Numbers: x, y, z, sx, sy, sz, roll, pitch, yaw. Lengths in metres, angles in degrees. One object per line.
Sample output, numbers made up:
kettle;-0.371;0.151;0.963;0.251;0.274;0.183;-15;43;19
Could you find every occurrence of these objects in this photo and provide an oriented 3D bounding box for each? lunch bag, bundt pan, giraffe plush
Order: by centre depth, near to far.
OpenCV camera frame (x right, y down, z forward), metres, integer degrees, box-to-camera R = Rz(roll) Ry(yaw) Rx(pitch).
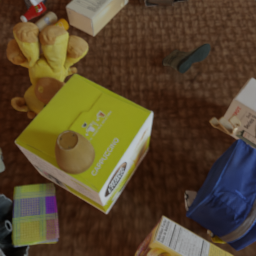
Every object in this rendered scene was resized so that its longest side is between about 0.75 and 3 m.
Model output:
bundt pan;-3.287;2.605;6.995;0.692;1.845;1.845;-27;65;-3
lunch bag;2.953;1.692;7.300;1.718;1.764;2.597;35;54;11
giraffe plush;-2.564;-1.447;8.651;2.415;2.799;2.270;5;68;-15

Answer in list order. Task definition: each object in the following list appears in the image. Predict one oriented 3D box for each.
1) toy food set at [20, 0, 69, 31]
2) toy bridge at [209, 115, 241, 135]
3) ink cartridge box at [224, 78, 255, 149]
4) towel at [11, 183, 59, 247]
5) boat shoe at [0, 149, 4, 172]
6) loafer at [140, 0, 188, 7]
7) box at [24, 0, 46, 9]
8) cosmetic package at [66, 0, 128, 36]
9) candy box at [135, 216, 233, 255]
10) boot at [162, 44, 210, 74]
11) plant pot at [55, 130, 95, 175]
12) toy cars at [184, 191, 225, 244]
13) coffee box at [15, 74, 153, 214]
toy food set;-3.633;-4.615;10.739;1.184;2.631;1.256;-48;35;-19
toy bridge;2.573;-0.056;7.298;0.203;1.492;0.502;-41;93;-2
ink cartridge box;4.175;-0.051;8.340;2.476;1.807;1.041;37;69;19
towel;-2.595;2.404;7.801;1.200;0.190;1.671;-2;62;-20
boat shoe;-3.905;0.903;8.333;0.322;0.257;0.852;-10;86;-31
loafer;1.654;-5.591;11.763;2.354;0.860;0.836;-18;63;-9
box;-3.936;-5.556;11.638;0.569;1.062;0.788;15;63;8
cosmetic package;-1.191;-5.071;11.461;1.348;0.911;2.562;32;67;15
candy box;1.570;3.328;6.418;2.711;1.581;0.765;29;39;6
boot;2.098;-2.702;10.250;1.647;0.558;1.076;-36;45;-12
plant pot;-1.164;0.432;5.848;0.869;0.932;0.869;1;65;-1
toy cars;2.081;2.504;7.808;0.743;0.367;1.657;-23;59;-39
coffee box;-1.010;0.504;7.685;2.442;2.414;2.438;28;66;14
